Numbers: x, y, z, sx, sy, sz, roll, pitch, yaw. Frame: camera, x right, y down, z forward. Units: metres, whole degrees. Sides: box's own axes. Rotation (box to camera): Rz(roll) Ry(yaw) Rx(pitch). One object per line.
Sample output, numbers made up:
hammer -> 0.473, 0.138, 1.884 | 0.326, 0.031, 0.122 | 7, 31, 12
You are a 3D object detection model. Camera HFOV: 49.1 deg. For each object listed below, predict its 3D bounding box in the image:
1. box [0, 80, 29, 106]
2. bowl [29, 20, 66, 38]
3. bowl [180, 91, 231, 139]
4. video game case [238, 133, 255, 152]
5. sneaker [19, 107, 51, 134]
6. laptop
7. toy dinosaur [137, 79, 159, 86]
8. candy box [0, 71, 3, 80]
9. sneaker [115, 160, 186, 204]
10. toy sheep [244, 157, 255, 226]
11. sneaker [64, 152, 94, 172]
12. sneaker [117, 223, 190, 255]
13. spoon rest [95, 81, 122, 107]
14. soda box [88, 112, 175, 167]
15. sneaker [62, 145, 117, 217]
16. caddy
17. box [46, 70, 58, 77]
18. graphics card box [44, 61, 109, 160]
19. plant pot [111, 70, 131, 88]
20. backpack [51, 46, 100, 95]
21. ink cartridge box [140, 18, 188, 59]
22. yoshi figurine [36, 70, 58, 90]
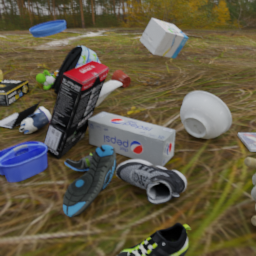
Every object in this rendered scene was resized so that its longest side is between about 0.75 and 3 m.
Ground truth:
box -> -6.937, -1.883, 14.393 | 2.861, 0.706, 2.285 | 3, 24, 8
bowl -> -4.201, -5.223, 14.775 | 1.916, 0.376, 1.916 | -9, 33, 6
bowl -> 2.552, -0.268, 9.893 | 1.927, 1.927, 0.866 | 21, 53, 37
video game case -> 4.758, 0.494, 9.919 | 1.333, 0.153, 1.215 | 0, 25, 0
sneaker -> -3.724, -0.264, 10.936 | 1.226, 0.674, 1.674 | -29, 19, -22
laptop -> -4.527, -0.583, 11.443 | 1.390, 0.806, 1.301 | 10, 27, 18
toy dinosaur -> 1.079, -2.652, 16.529 | 1.419, 0.429, 0.754 | 12, 3, 11
candy box -> -8.614, -3.113, 17.007 | 1.811, 0.511, 1.056 | -8, 22, -24
sneaker -> 0.467, 1.341, 7.111 | 1.927, 0.727, 1.096 | 10, 11, 18
toy sheep -> 3.453, 1.445, 5.804 | 1.874, 1.874, 2.718 | 3, 69, 6
sneaker -> -1.177, 0.977, 8.197 | 1.358, 0.563, 0.482 | 2, 6, -18
sneaker -> 0.433, 2.276, 5.413 | 1.753, 0.726, 0.629 | -14, 28, -27
spoon rest -> -1.338, -1.373, 12.378 | 2.628, 0.797, 1.306 | -18, 13, 35
soda box -> 0.056, 0.321, 9.304 | 2.882, 0.984, 0.914 | 15, 29, 29
sneaker -> -0.839, 1.448, 7.182 | 0.774, 0.866, 2.115 | 14, 49, 28
caddy -> -3.141, 0.896, 8.283 | 1.095, 0.813, 1.549 | 23, 33, 39
box -> -3.529, -3.195, 17.374 | 2.372, 0.525, 1.900 | 7, 26, 14
graphics card box -> -1.687, -0.588, 9.012 | 0.739, 2.904, 1.822 | 28, 32, 7
plant pot -> -0.358, -2.798, 16.250 | 0.897, 0.897, 0.872 | -19, 39, -34
backpack -> -2.608, -2.846, 14.218 | 2.007, 2.611, 2.130 | 9, 16, -29
ink cartridge box -> 2.000, -4.974, 15.722 | 1.969, 1.438, 1.445 | -5, 49, -44
yoshi figurine -> -4.545, -2.707, 15.791 | 1.814, 1.016, 1.020 | 5, 40, 42
